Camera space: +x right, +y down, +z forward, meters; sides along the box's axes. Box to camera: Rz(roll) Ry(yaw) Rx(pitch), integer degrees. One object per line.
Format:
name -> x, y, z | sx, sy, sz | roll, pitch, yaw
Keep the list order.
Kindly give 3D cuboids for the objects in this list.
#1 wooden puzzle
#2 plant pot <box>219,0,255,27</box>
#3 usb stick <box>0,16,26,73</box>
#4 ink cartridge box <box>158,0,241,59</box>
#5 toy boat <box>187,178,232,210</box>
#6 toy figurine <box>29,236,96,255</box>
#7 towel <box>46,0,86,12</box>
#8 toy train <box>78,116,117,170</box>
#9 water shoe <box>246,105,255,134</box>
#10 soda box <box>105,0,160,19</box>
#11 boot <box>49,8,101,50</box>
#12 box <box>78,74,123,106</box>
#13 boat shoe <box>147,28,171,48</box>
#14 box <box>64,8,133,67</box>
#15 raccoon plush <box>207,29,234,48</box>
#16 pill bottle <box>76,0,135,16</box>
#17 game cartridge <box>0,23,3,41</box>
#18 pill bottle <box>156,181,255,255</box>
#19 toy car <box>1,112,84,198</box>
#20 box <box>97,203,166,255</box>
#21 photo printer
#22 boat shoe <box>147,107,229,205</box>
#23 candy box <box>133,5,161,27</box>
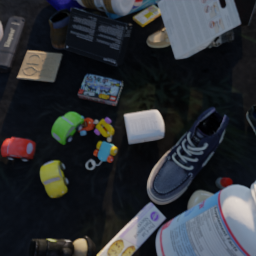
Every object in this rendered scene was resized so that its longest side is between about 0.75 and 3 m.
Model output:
wooden puzzle -> -2.956, -2.043, 9.489 | 1.239, 0.310, 1.338 | 6, 58, 3
plant pot -> 2.977, -4.652, 8.750 | 2.163, 2.432, 2.438 | 16, 23, 14
usb stick -> -4.192, -2.984, 9.908 | 0.683, 0.402, 2.463 | 3, 62, 2
ink cartridge box -> 1.984, -3.225, 7.843 | 0.548, 2.318, 1.855 | -17, 90, -36
toy boat -> 2.233, 1.892, 7.238 | 1.169, 0.646, 1.390 | 33, 76, 4
toy figurine -> -1.373, 3.343, 5.529 | 1.375, 1.945, 1.976 | 15, 22, -30
towel -> -1.939, -5.351, 11.101 | 2.466, 0.611, 1.821 | -35, 61, -17
toy train -> -0.907, 0.353, 8.164 | 1.241, 0.459, 1.652 | -22, 72, 17
water shoe -> 3.978, 0.009, 8.142 | 0.538, 0.593, 1.504 | -27, 61, -4
soda box -> 0.128, -4.972, 10.786 | 2.194, 0.704, 0.744 | -24, 65, -12
boot -> -1.823, -3.763, 9.925 | 0.837, 1.086, 2.241 | 40, 69, 20
box -> -0.888, -1.242, 9.073 | 1.266, 0.253, 0.867 | 13, 63, 7
boat shoe -> 1.530, -3.387, 9.961 | 1.812, 0.627, 0.668 | -17, 65, -3
box -> -1.003, -3.014, 9.323 | 1.947, 1.374, 0.768 | 21, 20, 10
raccoon plush -> 3.233, -3.351, 10.152 | 0.927, 0.669, 1.384 | -16, 27, 13
pill bottle -> -1.075, -4.804, 9.579 | 2.474, 1.414, 1.414 | 21, 64, 20
game cartridge -> -5.517, -3.747, 10.311 | 1.562, 0.474, 2.342 | -20, 64, -15
pill bottle -> 2.020, 2.161, 5.758 | 1.530, 2.813, 1.530 | 33, 33, -24
toy car -> -2.173, 0.415, 7.837 | 2.432, 0.542, 2.288 | 35, 78, 17
box -> -0.231, 2.748, 6.240 | 2.559, 0.495, 0.530 | -39, 78, -22
photo printer -> 0.493, -0.041, 8.315 | 1.124, 0.390, 0.935 | -10, 66, -2
boat shoe -> 1.545, 0.662, 7.392 | 1.089, 1.353, 2.917 | 35, 69, 21
candy box -> 0.762, -4.312, 10.753 | 1.092, 0.144, 0.558 | -39, 66, -18
